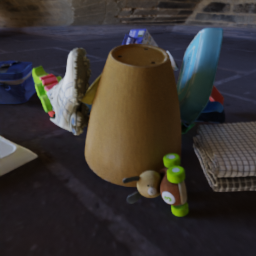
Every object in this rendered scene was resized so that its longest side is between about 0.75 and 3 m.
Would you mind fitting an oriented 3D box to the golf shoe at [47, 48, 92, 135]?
[{"bbox_3d":[-1.590,-0.908,7.125,1.150,2.366,0.927,16,33,8],"label":"golf shoe"}]

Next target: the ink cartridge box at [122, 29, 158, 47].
[{"bbox_3d":[0.475,-2.637,10.105,0.714,1.277,1.871,10,-15,32],"label":"ink cartridge box"}]

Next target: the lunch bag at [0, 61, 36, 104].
[{"bbox_3d":[-5.446,-2.234,12.964,1.747,1.701,2.571,-2,25,-4],"label":"lunch bag"}]

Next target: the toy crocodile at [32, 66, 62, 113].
[{"bbox_3d":[-2.473,-1.256,9.149,0.957,0.876,2.836,-21,36,-18],"label":"toy crocodile"}]

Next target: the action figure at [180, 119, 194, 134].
[{"bbox_3d":[1.572,-0.233,9.475,2.639,0.722,1.559,-24,41,-33],"label":"action figure"}]

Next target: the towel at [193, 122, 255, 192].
[{"bbox_3d":[2.930,0.754,7.557,1.945,1.005,2.349,-3,26,-1],"label":"towel"}]

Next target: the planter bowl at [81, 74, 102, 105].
[{"bbox_3d":[-0.472,-1.317,8.685,0.909,2.182,2.182,42,27,-8],"label":"planter bowl"}]

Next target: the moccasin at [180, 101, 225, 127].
[{"bbox_3d":[2.028,-0.371,8.628,0.816,0.692,2.028,-43,27,-20],"label":"moccasin"}]

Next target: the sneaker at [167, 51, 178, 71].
[{"bbox_3d":[1.244,-1.996,8.738,0.451,0.388,1.065,-32,33,12],"label":"sneaker"}]

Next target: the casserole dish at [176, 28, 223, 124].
[{"bbox_3d":[1.851,-1.507,7.751,0.555,2.861,1.733,19,-18,-6],"label":"casserole dish"}]

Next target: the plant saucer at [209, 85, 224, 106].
[{"bbox_3d":[3.028,-1.542,10.693,0.362,1.973,1.969,-37,-11,14],"label":"plant saucer"}]

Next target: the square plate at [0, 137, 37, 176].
[{"bbox_3d":[-4.499,0.837,8.065,2.652,0.377,2.627,18,31,33],"label":"square plate"}]

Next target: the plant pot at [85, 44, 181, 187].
[{"bbox_3d":[0.178,-0.503,7.106,2.703,2.900,2.703,1,37,-1],"label":"plant pot"}]

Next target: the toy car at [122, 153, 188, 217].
[{"bbox_3d":[0.581,1.332,6.284,1.350,1.109,1.065,-9,24,3],"label":"toy car"}]

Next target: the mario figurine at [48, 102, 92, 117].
[{"bbox_3d":[-1.631,-0.885,10.102,2.977,1.838,1.578,13,71,11],"label":"mario figurine"}]
